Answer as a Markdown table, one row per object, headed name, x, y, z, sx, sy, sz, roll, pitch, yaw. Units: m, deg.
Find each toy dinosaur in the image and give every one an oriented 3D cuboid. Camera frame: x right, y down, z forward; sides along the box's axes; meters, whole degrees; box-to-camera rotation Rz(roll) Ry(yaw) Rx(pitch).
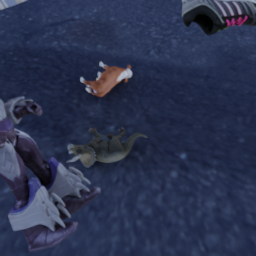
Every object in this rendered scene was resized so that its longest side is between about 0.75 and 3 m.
| name | x | y | z | sx | sy | sz | roll | pitch | yaw |
| --- | --- | --- | --- | --- | --- | --- | --- | --- | --- |
| toy dinosaur | -0.536 | 0.556 | 7.429 | 2.087 | 0.803 | 1.068 | 0 | 54 | -8 |

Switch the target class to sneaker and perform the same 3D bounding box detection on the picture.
| name | x | y | z | sx | sy | sz | roll | pitch | yaw |
| --- | --- | --- | --- | --- | --- | --- | --- | --- | --- |
| sneaker | 2.447 | -2.822 | 7.190 | 2.399 | 0.885 | 1.049 | 12 | 87 | -4 |

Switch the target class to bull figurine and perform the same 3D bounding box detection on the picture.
| name | x | y | z | sx | sy | sz | roll | pitch | yaw |
| --- | --- | --- | --- | --- | --- | --- | --- | --- | --- |
| bull figurine | -0.737 | -1.764 | 9.853 | 1.171 | 0.628 | 1.928 | 23 | 46 | 25 |

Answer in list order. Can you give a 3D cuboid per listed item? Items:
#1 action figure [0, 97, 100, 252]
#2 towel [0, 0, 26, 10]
| name | x | y | z | sx | sy | sz | roll | pitch | yaw |
| --- | --- | --- | --- | --- | --- | --- | --- | --- | --- |
| action figure | -1.693 | 0.216 | 4.023 | 1.029 | 2.966 | 1.930 | -29 | 14 | 16 |
| towel | -2.708 | -2.827 | 5.716 | 1.190 | 0.874 | 0.142 | -19 | 61 | 2 |
